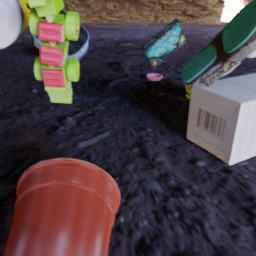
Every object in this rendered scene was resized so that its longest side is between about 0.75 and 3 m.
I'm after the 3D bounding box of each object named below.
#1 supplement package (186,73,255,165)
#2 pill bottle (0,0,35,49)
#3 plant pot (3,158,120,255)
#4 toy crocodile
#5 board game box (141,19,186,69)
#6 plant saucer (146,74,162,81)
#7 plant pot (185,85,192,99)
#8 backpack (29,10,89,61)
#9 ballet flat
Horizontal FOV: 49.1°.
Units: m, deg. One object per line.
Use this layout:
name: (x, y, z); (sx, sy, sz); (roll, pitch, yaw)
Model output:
supplement package: (3.266, -0.395, 7.640); (2.852, 1.673, 1.667); (-13, 28, -26)
pill bottle: (-3.024, -2.900, 6.623); (1.448, 1.448, 2.534); (-3, 33, -6)
plant pot: (-0.934, 1.558, 3.822); (1.643, 1.643, 1.598); (0, 34, -1)
toy crocodile: (-1.460, -1.473, 5.541); (0.888, 2.630, 0.812); (6, 46, -3)
board game box: (1.200, -2.747, 9.247); (1.454, 0.983, 0.205); (-40, 53, 2)
plant saucer: (1.289, -2.500, 13.869); (0.805, 0.204, 0.805); (0, 24, 0)
plant pot: (2.827, -1.575, 11.181); (0.896, 0.817, 0.901); (18, 31, 35)
backpack: (-3.874, -5.211, 16.654); (2.926, 2.150, 2.678); (35, 70, 2)
ballet flat: (2.079, -1.576, 5.636); (0.892, 0.892, 2.479); (-16, -13, -30)
